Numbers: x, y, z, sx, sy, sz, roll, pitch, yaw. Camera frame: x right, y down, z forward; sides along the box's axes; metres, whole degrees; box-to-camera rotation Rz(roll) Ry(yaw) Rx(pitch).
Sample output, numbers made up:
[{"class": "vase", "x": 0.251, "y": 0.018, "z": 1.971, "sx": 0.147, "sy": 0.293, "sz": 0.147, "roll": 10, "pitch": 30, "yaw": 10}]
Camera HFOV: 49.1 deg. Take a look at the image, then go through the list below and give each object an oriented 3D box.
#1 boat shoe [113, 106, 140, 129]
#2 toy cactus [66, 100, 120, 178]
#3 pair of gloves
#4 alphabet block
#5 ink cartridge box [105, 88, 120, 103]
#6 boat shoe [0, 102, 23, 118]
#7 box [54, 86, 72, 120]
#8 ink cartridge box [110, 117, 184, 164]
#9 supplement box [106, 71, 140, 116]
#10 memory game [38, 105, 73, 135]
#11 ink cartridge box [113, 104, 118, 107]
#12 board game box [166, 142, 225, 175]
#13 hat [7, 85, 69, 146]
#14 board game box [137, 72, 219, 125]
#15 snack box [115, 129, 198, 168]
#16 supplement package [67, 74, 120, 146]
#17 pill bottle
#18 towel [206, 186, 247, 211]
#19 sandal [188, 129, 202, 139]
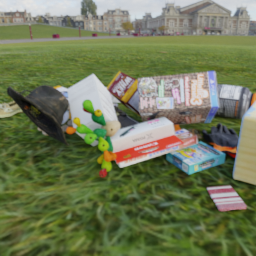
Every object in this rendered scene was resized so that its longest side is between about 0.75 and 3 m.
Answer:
[{"class": "boat shoe", "x": -0.701, "y": -0.404, "z": 10.892, "sx": 2.981, "sy": 0.980, "sz": 1.065, "roll": 21, "pitch": 39, "yaw": 40}, {"class": "toy cactus", "x": -0.805, "y": 0.207, "z": 8.145, "sx": 1.094, "sy": 2.139, "sz": 1.765, "roll": -23, "pitch": 4, "yaw": 28}, {"class": "pair of gloves", "x": 2.486, "y": 0.307, "z": 10.121, "sx": 2.914, "sy": 0.360, "sz": 2.596, "roll": 4, "pitch": 22, "yaw": 9}, {"class": "alphabet block", "x": 4.154, "y": 0.487, "z": 7.558, "sx": 1.956, "sy": 1.921, "sz": 1.910, "roll": 14, "pitch": 27, "yaw": 30}, {"class": "ink cartridge box", "x": -1.086, "y": -1.768, "z": 15.067, "sx": 1.753, "sy": 0.592, "sz": 1.021, "roll": 2, "pitch": 22, "yaw": 0}, {"class": "boat shoe", "x": -5.393, "y": -0.996, "z": 12.949, "sx": 2.238, "sy": 0.704, "sz": 0.816, "roll": -19, "pitch": 28, "yaw": -39}, {"class": "box", "x": -2.890, "y": -1.199, "z": 13.311, "sx": 2.840, "sy": 0.589, "sz": 1.690, "roll": 25, "pitch": 31, "yaw": 26}, {"class": "ink cartridge box", "x": 0.439, "y": 0.313, "z": 8.577, "sx": 2.069, "sy": 0.451, "sz": 1.796, "roll": -16, "pitch": 15, "yaw": -5}, {"class": "supplement box", "x": 0.161, "y": -1.423, "z": 12.138, "sx": 1.550, "sy": 1.029, "sz": 1.529, "roll": 38, "pitch": -1, "yaw": -42}, {"class": "memory game", "x": -2.768, "y": -0.341, "z": 11.126, "sx": 1.773, "sy": 0.113, "sz": 1.773, "roll": -8, "pitch": 45, "yaw": 8}, {"class": "ink cartridge box", "x": -0.830, "y": -0.733, "z": 12.434, "sx": 0.946, "sy": 0.592, "sz": 0.608, "roll": 1, "pitch": 21, "yaw": 5}, {"class": "board game box", "x": 2.077, "y": 0.891, "z": 8.676, "sx": 1.431, "sy": 0.336, "sz": 1.080, "roll": -12, "pitch": 24, "yaw": -28}, {"class": "hat", "x": -2.647, "y": -0.659, "z": 9.345, "sx": 2.916, "sy": 2.916, "sz": 1.176, "roll": 22, "pitch": 62, "yaw": 44}, {"class": "board game box", "x": 1.759, "y": -0.949, "z": 10.222, "sx": 2.617, "sy": 1.267, "sz": 2.086, "roll": -4, "pitch": -14, "yaw": 8}, {"class": "snack box", "x": 0.815, "y": 0.603, "z": 8.744, "sx": 2.558, "sy": 0.311, "sz": 0.919, "roll": -16, "pitch": 15, "yaw": -13}, {"class": "supplement package", "x": -1.220, "y": -0.622, "z": 9.789, "sx": 1.188, "sy": 1.192, "sz": 2.033, "roll": -27, "pitch": 51, "yaw": 12}, {"class": "pill bottle", "x": 4.404, "y": -1.160, "z": 12.418, "sx": 2.692, "sy": 1.430, "sz": 1.430, "roll": 11, "pitch": 24, "yaw": 24}, {"class": "towel", "x": 2.390, "y": 1.726, "z": 6.895, "sx": 0.664, "sy": 0.105, "sz": 0.921, "roll": -3, "pitch": 20, "yaw": -3}, {"class": "sandal", "x": 2.568, "y": 0.171, "z": 10.649, "sx": 0.337, "sy": 0.226, "sz": 0.838, "roll": -5, "pitch": 22, "yaw": -13}]
